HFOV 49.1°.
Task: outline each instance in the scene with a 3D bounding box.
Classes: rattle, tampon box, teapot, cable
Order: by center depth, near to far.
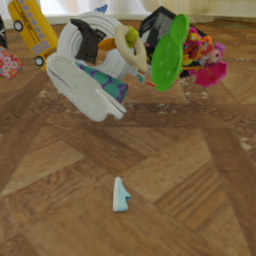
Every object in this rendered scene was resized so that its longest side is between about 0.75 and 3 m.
[{"bbox_3d":[-0.122,-1.884,8.265,1.408,1.971,1.283,-20,0,18],"label":"rattle"},{"bbox_3d":[-1.275,-2.781,10.413,2.910,2.911,1.008,-29,3,16],"label":"cable"},{"bbox_3d":[1.683,-3.305,11.394,2.549,1.609,1.910,25,-7,-19],"label":"tampon box"},{"bbox_3d":[0.563,-3.357,12.960,1.748,1.294,1.771,-10,54,-18],"label":"teapot"}]

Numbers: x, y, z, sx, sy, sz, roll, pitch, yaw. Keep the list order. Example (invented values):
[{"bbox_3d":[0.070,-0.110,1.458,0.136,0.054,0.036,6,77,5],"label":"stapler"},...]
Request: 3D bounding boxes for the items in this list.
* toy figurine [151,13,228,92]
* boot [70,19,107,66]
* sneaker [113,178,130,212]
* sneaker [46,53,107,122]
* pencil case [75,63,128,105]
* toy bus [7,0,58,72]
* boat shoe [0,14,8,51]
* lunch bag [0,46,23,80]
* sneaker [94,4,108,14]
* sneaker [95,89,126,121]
[{"bbox_3d":[2.405,-2.388,9.701,2.421,2.630,1.974,4,37,-22],"label":"toy figurine"},{"bbox_3d":[-1.484,-2.828,9.317,1.394,1.213,0.483,24,23,-17],"label":"boot"},{"bbox_3d":[-0.176,1.843,7.705,0.462,0.417,1.128,5,38,-4],"label":"sneaker"},{"bbox_3d":[-1.477,-1.083,8.132,0.890,0.938,2.331,-38,86,-30],"label":"sneaker"},{"bbox_3d":[-1.104,-1.463,9.630,2.129,0.984,0.906,24,45,6],"label":"pencil case"},{"bbox_3d":[-3.516,-3.632,10.894,1.073,2.741,0.892,-25,13,17],"label":"toy bus"},{"bbox_3d":[-4.810,-3.394,10.031,0.871,2.424,0.820,-7,-16,-41],"label":"boat shoe"},{"bbox_3d":[-4.233,-2.144,9.432,0.448,1.094,0.964,29,83,47],"label":"lunch bag"},{"bbox_3d":[-1.143,-4.624,11.109,0.345,0.838,0.310,34,37,-33],"label":"sneaker"},{"bbox_3d":[-0.504,-0.592,7.009,0.952,0.383,0.364,44,18,7],"label":"sneaker"}]
